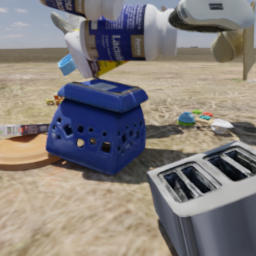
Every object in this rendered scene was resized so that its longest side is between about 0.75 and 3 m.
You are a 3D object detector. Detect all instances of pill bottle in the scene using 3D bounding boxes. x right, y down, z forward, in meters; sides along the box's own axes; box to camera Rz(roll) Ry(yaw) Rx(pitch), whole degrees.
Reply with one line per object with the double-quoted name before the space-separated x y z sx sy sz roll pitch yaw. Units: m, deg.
"pill bottle" -1.724 -3.898 9.816 0.898 1.584 0.898 -9 -1 0
"pill bottle" 0.066 -2.351 6.986 2.322 1.344 1.344 3 17 11
"pill bottle" -0.984 -2.870 5.954 1.722 0.956 0.956 19 20 7
"pill bottle" -0.404 -2.857 9.132 2.978 1.627 1.627 -29 23 -9

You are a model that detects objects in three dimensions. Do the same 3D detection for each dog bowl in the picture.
"dog bowl" -2.459 -2.655 11.613 0.942 0.419 1.690 -37 27 0

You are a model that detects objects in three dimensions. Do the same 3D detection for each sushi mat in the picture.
"sushi mat" 3.360 -2.352 7.784 0.122 2.011 0.962 12 51 32

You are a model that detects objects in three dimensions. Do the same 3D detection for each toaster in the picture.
"toaster" 1.259 1.078 3.966 1.641 1.077 1.815 -19 18 -6

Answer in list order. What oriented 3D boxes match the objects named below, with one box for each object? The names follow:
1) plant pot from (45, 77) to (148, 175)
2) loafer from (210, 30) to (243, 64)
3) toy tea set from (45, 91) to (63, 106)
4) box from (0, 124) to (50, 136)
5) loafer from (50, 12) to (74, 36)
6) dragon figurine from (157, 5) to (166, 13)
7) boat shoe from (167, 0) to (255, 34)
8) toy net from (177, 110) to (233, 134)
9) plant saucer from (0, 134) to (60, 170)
"plant pot" -0.669 -0.220 7.163 2.031 1.826 2.032 17 21 20
"loafer" 3.260 -2.653 9.182 0.985 1.092 2.885 -31 -11 17
"toy tea set" -3.240 -1.445 13.774 1.649 0.610 0.981 8 19 26
"box" -3.016 0.033 8.542 0.936 0.295 1.700 -2 2 18
"loafer" -2.137 -3.400 9.259 0.365 1.043 0.364 -36 8 43
"dragon figurine" 1.332 -3.853 9.783 1.714 0.504 0.852 16 13 -14
"boat shoe" 1.356 -1.803 4.495 1.585 0.560 0.505 -6 -4 -28
"toy net" 2.832 -0.183 9.989 1.188 0.437 2.265 -7 20 -31
"plant saucer" -2.760 0.565 7.564 2.086 0.337 2.086 0 16 0
